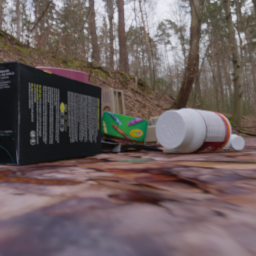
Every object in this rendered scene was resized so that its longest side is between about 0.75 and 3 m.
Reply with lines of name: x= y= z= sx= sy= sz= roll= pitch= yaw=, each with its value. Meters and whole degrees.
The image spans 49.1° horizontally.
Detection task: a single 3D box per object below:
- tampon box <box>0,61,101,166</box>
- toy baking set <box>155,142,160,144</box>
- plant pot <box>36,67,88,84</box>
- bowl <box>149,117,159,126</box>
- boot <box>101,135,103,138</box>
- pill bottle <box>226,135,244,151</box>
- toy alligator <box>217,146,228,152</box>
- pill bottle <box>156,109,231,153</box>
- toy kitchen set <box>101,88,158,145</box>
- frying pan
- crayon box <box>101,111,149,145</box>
tampon box: x=-1.979 y=-0.191 z=5.771 sx=1.934 sy=1.629 sz=2.580 roll=-1 pitch=-2 yaw=24
toy baking set: x=1.490 y=0.826 z=15.303 sx=1.004 sy=0.117 sz=0.771 roll=0 pitch=-2 yaw=5
plant pot: x=-2.579 y=-0.781 z=10.411 sx=2.992 sy=2.678 sz=2.992 roll=6 pitch=6 yaw=-1
bowl: x=2.158 y=0.211 z=13.249 sx=2.383 sy=1.118 sz=2.383 roll=4 pitch=-7 yaw=1
boot: x=-0.942 y=0.474 z=14.420 sx=2.254 sy=0.780 sz=1.962 roll=-2 pitch=0 yaw=-26
pill bottle: x=3.149 y=0.455 z=8.633 sx=0.498 sy=0.498 sz=0.909 roll=0 pitch=-2 yaw=-8
toy alligator: x=2.592 y=0.381 z=9.269 sx=0.925 sy=0.670 sz=2.790 roll=0 pitch=-2 yaw=-8
pill bottle: x=1.716 y=0.083 z=7.276 sx=2.027 sy=1.111 sz=1.111 roll=2 pitch=-3 yaw=-43
toy kitchen set: x=0.015 y=-0.535 z=11.755 sx=2.880 sy=2.598 sz=2.349 roll=-6 pitch=-3 yaw=31
frying pan: x=-0.555 y=0.456 z=7.853 sx=2.687 sy=0.437 sz=1.625 roll=13 pitch=0 yaw=-16
crayon box: x=-0.071 y=0.135 z=8.507 sx=1.287 sy=0.631 sz=2.167 roll=12 pitch=-9 yaw=4
